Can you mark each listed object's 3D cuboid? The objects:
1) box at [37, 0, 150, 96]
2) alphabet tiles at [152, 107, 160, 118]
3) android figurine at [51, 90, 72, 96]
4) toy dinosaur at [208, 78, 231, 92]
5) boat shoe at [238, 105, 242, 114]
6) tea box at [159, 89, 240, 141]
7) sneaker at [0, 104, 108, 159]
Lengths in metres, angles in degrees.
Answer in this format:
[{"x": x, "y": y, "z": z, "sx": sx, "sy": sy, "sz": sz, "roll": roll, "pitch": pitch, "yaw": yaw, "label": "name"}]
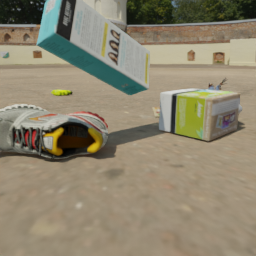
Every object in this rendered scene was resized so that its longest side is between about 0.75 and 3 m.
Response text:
[{"x": -0.648, "y": -1.894, "z": 6.763, "sx": 0.716, "sy": 1.199, "sz": 2.915, "roll": -14, "pitch": -27, "yaw": 41, "label": "box"}, {"x": 2.042, "y": -0.619, "z": 10.894, "sx": 2.094, "sy": 0.080, "sz": 2.516, "roll": 0, "pitch": 15, "yaw": 1, "label": "alphabet tiles"}, {"x": -3.779, "y": -1.994, "z": 15.812, "sx": 1.144, "sy": 0.235, "sz": 1.041, "roll": 6, "pitch": 16, "yaw": 17, "label": "android figurine"}, {"x": 4.476, "y": -1.544, "z": 13.793, "sx": 1.017, "sy": 1.937, "sz": 1.758, "roll": 30, "pitch": 35, "yaw": -16, "label": "toy dinosaur"}, {"x": 3.218, "y": -0.646, "z": 9.755, "sx": 0.682, "sy": 0.791, "sz": 2.198, "roll": -43, "pitch": 0, "yaw": 5, "label": "boat shoe"}, {"x": 2.094, "y": -0.475, "z": 8.218, "sx": 1.700, "sy": 1.154, "sz": 1.728, "roll": 15, "pitch": 21, "yaw": 41, "label": "tea box"}, {"x": -1.863, "y": 0.091, "z": 6.208, "sx": 2.858, "sy": 1.113, "sz": 1.174, "roll": -2, "pitch": 16, "yaw": -6, "label": "sneaker"}]
